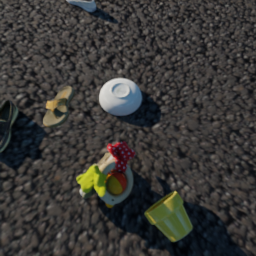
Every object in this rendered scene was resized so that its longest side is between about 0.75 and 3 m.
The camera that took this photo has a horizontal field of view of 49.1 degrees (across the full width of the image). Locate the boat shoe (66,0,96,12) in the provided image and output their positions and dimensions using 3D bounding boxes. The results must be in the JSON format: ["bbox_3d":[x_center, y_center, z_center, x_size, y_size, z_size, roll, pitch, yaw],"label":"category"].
[{"bbox_3d":[-2.744,-7.313,15.822,2.164,0.711,0.779,37,66,20],"label":"boat shoe"}]

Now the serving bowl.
[{"bbox_3d":[-0.341,-1.492,12.433,1.917,0.631,1.917,0,60,-1],"label":"serving bowl"}]

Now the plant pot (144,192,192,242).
[{"bbox_3d":[1.439,3.047,9.436,1.348,1.348,1.268,-31,80,-17],"label":"plant pot"}]

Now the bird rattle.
[{"bbox_3d":[-0.572,1.704,10.098,1.351,1.956,2.399,-7,23,45],"label":"bird rattle"}]

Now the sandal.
[{"bbox_3d":[-2.347,-0.797,9.330,0.852,0.573,2.122,-8,43,17],"label":"sandal"}]

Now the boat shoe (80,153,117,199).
[{"bbox_3d":[-1.100,1.748,10.490,0.707,0.773,2.068,35,55,21],"label":"boat shoe"}]

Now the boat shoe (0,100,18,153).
[{"bbox_3d":[-5.263,-0.101,11.519,0.874,0.774,2.387,3,59,2],"label":"boat shoe"}]
